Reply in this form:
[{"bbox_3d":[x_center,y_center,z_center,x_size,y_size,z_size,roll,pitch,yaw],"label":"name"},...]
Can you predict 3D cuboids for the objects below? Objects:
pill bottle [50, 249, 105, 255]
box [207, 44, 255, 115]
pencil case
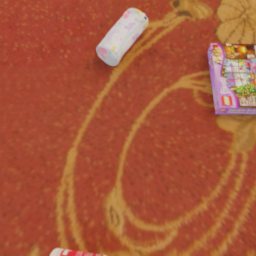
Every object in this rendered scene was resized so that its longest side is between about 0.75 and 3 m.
[{"bbox_3d":[-1.126,3.990,7.548,2.041,1.146,1.146,6,65,4],"label":"pill bottle"},{"bbox_3d":[4.240,-1.897,10.692,2.028,0.579,2.963,1,65,0],"label":"box"},{"bbox_3d":[-0.200,-3.650,11.252,1.135,1.040,2.502,20,65,37],"label":"pencil case"}]
